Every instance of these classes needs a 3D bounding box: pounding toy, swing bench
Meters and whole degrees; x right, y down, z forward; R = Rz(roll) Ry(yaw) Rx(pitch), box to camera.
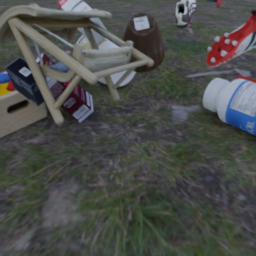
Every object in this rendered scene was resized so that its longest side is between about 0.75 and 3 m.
[{"bbox_3d":[-4.446,-0.963,9.504,2.408,1.860,2.616,25,40,34],"label":"pounding toy"},{"bbox_3d":[-1.195,-1.791,6.564,2.530,1.642,2.517,52,36,5],"label":"swing bench"}]

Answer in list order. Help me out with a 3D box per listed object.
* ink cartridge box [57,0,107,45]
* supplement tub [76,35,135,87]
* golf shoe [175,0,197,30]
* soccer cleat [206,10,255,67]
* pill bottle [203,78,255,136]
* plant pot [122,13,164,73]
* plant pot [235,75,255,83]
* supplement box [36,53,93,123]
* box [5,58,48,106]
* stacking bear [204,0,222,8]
[{"bbox_3d":[-1.684,-4.088,10.514,0.766,1.319,1.828,-41,56,2],"label":"ink cartridge box"},{"bbox_3d":[-1.036,-3.140,12.747,1.993,1.993,2.760,-19,37,-27],"label":"supplement tub"},{"bbox_3d":[1.721,-3.608,8.399,0.521,0.594,1.349,0,63,28],"label":"golf shoe"},{"bbox_3d":[3.676,-2.768,8.727,1.178,2.767,0.949,15,50,-31],"label":"soccer cleat"},{"bbox_3d":[4.039,-0.694,9.335,1.602,1.602,2.855,-27,41,-35],"label":"pill bottle"},{"bbox_3d":[0.419,-2.641,8.365,1.436,1.536,1.436,-1,74,3],"label":"plant pot"},{"bbox_3d":[4.518,-1.324,10.986,1.000,1.001,0.882,27,53,35],"label":"plant pot"},{"bbox_3d":[-2.317,-1.382,9.807,0.723,2.376,1.293,-39,31,14],"label":"supplement box"},{"bbox_3d":[-2.500,-1.145,7.058,0.916,0.834,0.477,35,63,15],"label":"box"},{"bbox_3d":[2.523,-4.436,9.032,1.162,0.706,0.661,20,41,6],"label":"stacking bear"}]
